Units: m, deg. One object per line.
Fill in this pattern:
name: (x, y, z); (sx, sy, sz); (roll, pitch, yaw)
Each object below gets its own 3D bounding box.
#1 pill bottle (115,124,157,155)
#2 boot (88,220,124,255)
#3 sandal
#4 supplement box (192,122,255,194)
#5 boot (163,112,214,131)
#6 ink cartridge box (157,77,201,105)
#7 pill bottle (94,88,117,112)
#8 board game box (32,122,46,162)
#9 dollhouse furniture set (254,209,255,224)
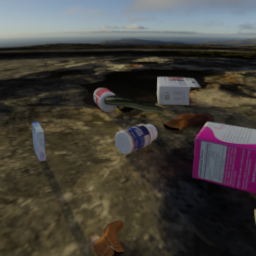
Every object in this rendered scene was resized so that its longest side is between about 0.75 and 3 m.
pill bottle: (0.312, 0.326, 9.480); (1.422, 0.789, 0.789); (-20, 29, -41)
boot: (-0.274, 2.169, 5.406); (0.838, 0.321, 0.651); (-17, 27, -37)
sandal: (0.258, -0.860, 12.729); (2.832, 0.808, 1.125); (12, 20, -15)
supplement box: (3.176, 0.813, 7.512); (2.568, 1.327, 1.299); (13, 27, 27)
boot: (2.461, -0.241, 11.314); (1.521, 0.553, 1.616); (18, 28, 38)
ink cartridge box: (2.672, -2.029, 15.244); (2.120, 1.013, 2.415); (2, 21, 4)
pill bottle: (-1.160, -1.430, 13.823); (0.938, 0.938, 1.670); (-8, 22, -19)
board game box: (-2.867, 0.426, 8.973); (0.213, 0.982, 0.977); (-7, 23, -26)
dollhouse furniture set: (3.709, 1.663, 5.309); (1.873, 1.329, 1.484); (-3, 21, -7)
